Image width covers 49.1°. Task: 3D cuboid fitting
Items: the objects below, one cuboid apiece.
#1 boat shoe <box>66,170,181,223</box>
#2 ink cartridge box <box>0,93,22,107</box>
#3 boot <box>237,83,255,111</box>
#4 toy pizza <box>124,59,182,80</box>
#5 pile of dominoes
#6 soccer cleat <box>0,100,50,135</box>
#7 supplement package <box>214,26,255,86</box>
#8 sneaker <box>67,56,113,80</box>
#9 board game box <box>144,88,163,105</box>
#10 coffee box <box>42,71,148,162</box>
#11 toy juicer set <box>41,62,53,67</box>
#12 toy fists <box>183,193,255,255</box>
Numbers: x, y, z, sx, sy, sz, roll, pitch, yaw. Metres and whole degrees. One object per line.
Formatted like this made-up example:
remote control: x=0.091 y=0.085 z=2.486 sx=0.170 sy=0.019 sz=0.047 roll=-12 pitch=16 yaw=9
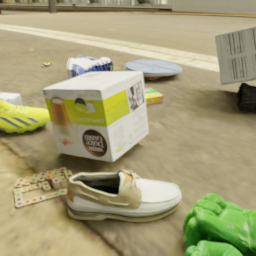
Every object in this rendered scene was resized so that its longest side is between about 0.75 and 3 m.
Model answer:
boat shoe: x=-0.051 y=1.192 z=5.103 sx=2.142 sy=0.732 sz=0.800 roll=-3 pitch=27 yaw=-7
ink cartridge box: x=-4.704 y=-0.801 z=9.265 sx=1.976 sy=0.497 sz=1.076 roll=6 pitch=27 yaw=10
boot: x=4.656 y=-1.222 z=9.724 sx=1.676 sy=0.843 sz=2.241 roll=6 pitch=27 yaw=15
toy pizza: x=1.162 y=-2.724 z=13.153 sx=2.665 sy=0.422 sz=2.665 roll=1 pitch=27 yaw=-1
pile of dominoes: x=-1.761 y=1.139 z=5.815 sx=1.191 sy=0.190 sz=0.929 roll=-12 pitch=29 yaw=-23
soccer cleat: x=-3.433 y=-0.392 z=7.902 sx=2.426 sy=1.015 sz=0.784 roll=-4 pitch=27 yaw=-7
supplement package: x=4.357 y=-2.513 z=9.837 sx=2.308 sy=1.697 sz=2.207 roll=-7 pitch=5 yaw=19
sneaker: x=-1.504 y=-2.491 z=11.884 sx=1.653 sy=1.156 sz=2.862 roll=0 pitch=25 yaw=5
board game box: x=0.495 y=-1.117 z=10.174 sx=1.260 sy=0.254 sz=0.964 roll=-12 pitch=29 yaw=-22
coffee box: x=-0.698 y=-0.359 z=6.853 sx=1.710 sy=1.694 sz=1.713 roll=6 pitch=25 yaw=32
toy juicer set: x=-4.295 y=-3.330 z=14.577 sx=0.484 sy=0.207 sz=0.761 roll=7 pitch=28 yaw=14
toy fists: x=1.303 y=1.773 z=3.973 sx=1.112 sy=0.750 sz=2.182 roll=6 pitch=29 yaw=13
